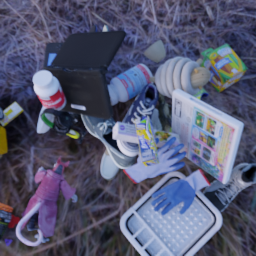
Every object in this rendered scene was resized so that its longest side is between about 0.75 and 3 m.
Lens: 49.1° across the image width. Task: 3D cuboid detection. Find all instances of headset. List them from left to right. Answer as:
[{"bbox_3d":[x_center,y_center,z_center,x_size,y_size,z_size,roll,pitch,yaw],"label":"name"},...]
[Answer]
[{"bbox_3d":[-2.273,-0.050,9.693,1.673,1.033,0.786,23,57,-5],"label":"headset"}]

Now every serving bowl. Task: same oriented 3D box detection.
[{"bbox_3d":[-3.192,-0.382,11.037,0.425,1.293,1.293,15,70,-27],"label":"serving bowl"}]

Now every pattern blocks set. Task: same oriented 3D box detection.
[{"bbox_3d":[-5.029,3.708,10.138,1.865,0.151,1.639,17,71,5],"label":"pattern blocks set"}]

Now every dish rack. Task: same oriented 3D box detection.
[{"bbox_3d":[1.483,3.299,9.875,2.943,0.641,2.526,-43,75,-5],"label":"dish rack"}]

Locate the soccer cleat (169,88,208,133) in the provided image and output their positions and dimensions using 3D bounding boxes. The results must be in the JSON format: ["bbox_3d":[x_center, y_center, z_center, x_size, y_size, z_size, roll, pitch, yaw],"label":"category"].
[{"bbox_3d":[2.399,-0.617,11.233,1.073,0.829,2.565,31,75,2],"label":"soccer cleat"}]

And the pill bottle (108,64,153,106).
[{"bbox_3d":[-0.028,-1.682,11.124,1.911,1.039,1.039,-32,75,-18],"label":"pill bottle"}]

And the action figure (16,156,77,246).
[{"bbox_3d":[-2.911,2.291,9.723,1.871,2.080,2.794,19,87,12],"label":"action figure"}]

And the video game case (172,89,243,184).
[{"bbox_3d":[2.344,0.300,8.935,0.308,2.597,2.364,-34,50,-25],"label":"video game case"}]

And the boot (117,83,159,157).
[{"bbox_3d":[0.388,-0.394,9.887,1.025,1.273,2.818,21,45,-7],"label":"boot"}]

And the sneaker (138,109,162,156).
[{"bbox_3d":[0.892,0.121,10.830,0.820,1.045,2.104,8,69,6],"label":"sneaker"}]

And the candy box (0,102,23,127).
[{"bbox_3d":[-4.890,-0.569,11.561,1.017,0.134,0.520,-42,77,-12],"label":"candy box"}]

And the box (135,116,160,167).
[{"bbox_3d":[0.568,0.398,8.481,0.461,0.503,1.435,-14,63,13],"label":"box"}]

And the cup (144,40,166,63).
[{"bbox_3d":[1.139,-2.969,11.130,0.859,0.859,0.614,-38,91,-11],"label":"cup"}]

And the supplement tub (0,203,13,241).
[{"bbox_3d":[-4.685,3.397,9.679,0.934,0.934,1.525,20,71,6],"label":"supplement tub"}]

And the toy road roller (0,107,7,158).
[{"bbox_3d":[-5.713,0.045,10.419,1.515,1.800,2.466,-16,73,2],"label":"toy road roller"}]

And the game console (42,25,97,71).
[{"bbox_3d":[-2.479,-2.642,11.444,2.406,1.668,2.819,2,71,0],"label":"game console"}]

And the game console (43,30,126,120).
[{"bbox_3d":[-1.396,-1.905,9.903,2.907,2.556,1.692,12,34,38],"label":"game console"}]

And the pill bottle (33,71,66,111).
[{"bbox_3d":[-2.612,-1.206,9.268,0.803,1.430,0.803,-1,62,2],"label":"pill bottle"}]

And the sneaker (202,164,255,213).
[{"bbox_3d":[3.660,2.073,9.956,2.615,1.510,0.981,-40,76,-11],"label":"sneaker"}]

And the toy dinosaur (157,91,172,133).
[{"bbox_3d":[1.562,-0.323,10.511,1.150,0.619,2.609,-8,81,39],"label":"toy dinosaur"}]

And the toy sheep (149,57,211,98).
[{"bbox_3d":[1.727,-1.710,9.651,2.302,1.587,1.587,0,66,43],"label":"toy sheep"}]

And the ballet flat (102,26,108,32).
[{"bbox_3d":[-0.776,-3.120,9.911,0.366,0.366,1.054,-17,81,-6],"label":"ballet flat"}]

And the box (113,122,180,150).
[{"bbox_3d":[0.627,0.293,9.259,2.272,0.471,0.440,11,59,-19],"label":"box"}]

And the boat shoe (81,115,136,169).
[{"bbox_3d":[-0.670,0.108,10.081,1.062,0.901,2.916,-31,79,-26],"label":"boat shoe"}]

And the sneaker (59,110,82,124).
[{"bbox_3d":[-1.911,-0.697,11.269,2.141,0.757,1.046,-10,71,-2],"label":"sneaker"}]

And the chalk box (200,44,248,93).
[{"bbox_3d":[3.823,-2.644,11.727,1.131,1.124,1.813,-30,75,-10],"label":"chalk box"}]

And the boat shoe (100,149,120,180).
[{"bbox_3d":[-0.513,0.889,10.751,0.823,0.753,2.201,17,73,4],"label":"boat shoe"}]

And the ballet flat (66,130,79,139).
[{"bbox_3d":[-2.419,0.132,11.232,0.979,0.328,0.327,23,73,8],"label":"ballet flat"}]

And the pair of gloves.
[{"bbox_3d":[1.317,1.670,9.257,2.202,0.312,2.739,-36,101,17],"label":"pair of gloves"}]
